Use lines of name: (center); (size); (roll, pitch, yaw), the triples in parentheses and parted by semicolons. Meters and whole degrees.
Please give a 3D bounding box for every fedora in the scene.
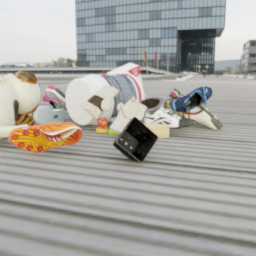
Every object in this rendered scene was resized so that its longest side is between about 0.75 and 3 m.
fedora: (0.892, -0.760, 10.833); (1.095, 0.494, 0.968); (-2, 38, 28)

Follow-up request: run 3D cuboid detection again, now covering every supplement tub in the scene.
supplement tub: (-0.923, -1.245, 11.909); (2.071, 2.071, 2.952); (11, 17, 40)

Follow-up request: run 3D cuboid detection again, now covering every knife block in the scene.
knife block: (0.607, 0.164, 9.394); (1.296, 0.415, 1.138); (7, 15, 26)

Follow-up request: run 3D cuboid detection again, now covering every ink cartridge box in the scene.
ink cartridge box: (-0.071, -2.053, 14.478); (1.556, 2.108, 0.903); (-32, 35, -28)

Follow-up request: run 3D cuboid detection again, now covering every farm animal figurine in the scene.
farm animal figurine: (1.800, -0.562, 10.947); (1.031, 1.019, 0.537); (22, 22, 26)

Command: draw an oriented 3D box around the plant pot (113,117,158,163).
plant pot: (0.101, 0.355, 7.160); (0.852, 0.854, 0.757); (-55, 12, -23)

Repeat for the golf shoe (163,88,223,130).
golf shoe: (2.577, -0.510, 11.437); (2.708, 1.193, 1.045); (39, 9, 38)

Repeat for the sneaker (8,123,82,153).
sneaker: (-2.213, 0.207, 7.504); (1.979, 0.722, 0.763); (-1, 20, -42)

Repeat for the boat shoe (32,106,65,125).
boat shoe: (-3.459, -0.451, 11.278); (1.003, 0.781, 2.209); (2, 1, 13)

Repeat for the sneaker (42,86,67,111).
sneaker: (-2.933, -1.019, 12.312); (0.798, 0.739, 1.979); (8, -25, 45)

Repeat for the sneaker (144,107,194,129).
sneaker: (1.411, -0.347, 10.025); (1.892, 0.837, 0.701); (-3, -1, 26)

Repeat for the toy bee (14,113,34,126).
toy bee: (-4.706, -0.488, 10.741); (2.080, 1.131, 1.362); (-7, 14, -32)

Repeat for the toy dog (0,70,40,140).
toy dog: (-4.038, -0.891, 8.996); (2.717, 1.955, 2.802); (8, 32, 18)

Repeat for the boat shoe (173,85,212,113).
boat shoe: (2.529, -0.983, 10.282); (1.934, 0.814, 0.664); (-33, 18, -28)

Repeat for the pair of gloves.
pair of gloves: (-0.453, -0.729, 9.734); (2.045, 0.359, 1.739); (31, 50, 16)

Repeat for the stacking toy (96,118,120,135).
stacking toy: (-0.485, -0.124, 10.467); (1.219, 0.515, 1.104); (-11, 17, -41)
